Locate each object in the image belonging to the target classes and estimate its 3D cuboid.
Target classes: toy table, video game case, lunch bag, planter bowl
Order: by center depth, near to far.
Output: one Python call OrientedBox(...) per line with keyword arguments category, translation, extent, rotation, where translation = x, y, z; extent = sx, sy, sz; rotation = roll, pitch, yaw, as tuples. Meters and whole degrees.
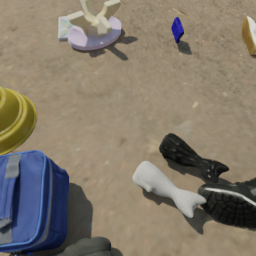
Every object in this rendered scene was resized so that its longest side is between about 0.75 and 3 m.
OrientedBox(category="lunch bag", translation=(-2.297, 1.689, 6.116), extent=(1.528, 1.488, 2.249), rotation=(-12, 59, 10))
OrientedBox(category="planter bowl", translation=(-4.196, -0.491, 8.281), extent=(2.666, 1.110, 2.666), rotation=(0, 54, 0))
OrientedBox(category="toy table", translation=(-1.250, -4.030, 10.617), extent=(2.259, 1.323, 2.077), rotation=(-40, 76, -22))
OrientedBox(category="video game case", translation=(-2.177, -4.180, 11.614), extent=(1.379, 0.166, 1.513), rotation=(-7, 54, -5))

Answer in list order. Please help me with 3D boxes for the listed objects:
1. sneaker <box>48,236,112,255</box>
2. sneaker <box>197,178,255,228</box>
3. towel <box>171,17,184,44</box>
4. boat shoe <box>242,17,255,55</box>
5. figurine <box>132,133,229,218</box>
OrientedBox(category="sneaker", translation=(-1.625, 3.138, 5.586), extent=(2.895, 1.091, 1.147), rotation=(-15, 57, -10))
OrientedBox(category="sneaker", translation=(3.059, 1.725, 6.873), extent=(2.734, 1.035, 1.197), rotation=(14, 39, 6))
OrientedBox(category="towel", translation=(1.826, -3.676, 10.528), extent=(0.202, 0.603, 0.817), rotation=(0, 61, -18))
OrientedBox(category="boat shoe", translation=(4.934, -3.586, 10.909), extent=(0.642, 0.656, 1.853), rotation=(-1, 62, -1))
OrientedBox(category="figurine", translation=(1.324, 1.184, 7.054), extent=(1.789, 0.790, 1.834), rotation=(28, 58, 31))
